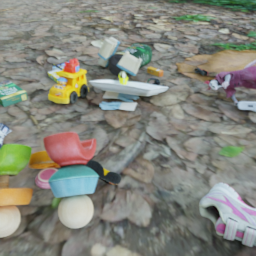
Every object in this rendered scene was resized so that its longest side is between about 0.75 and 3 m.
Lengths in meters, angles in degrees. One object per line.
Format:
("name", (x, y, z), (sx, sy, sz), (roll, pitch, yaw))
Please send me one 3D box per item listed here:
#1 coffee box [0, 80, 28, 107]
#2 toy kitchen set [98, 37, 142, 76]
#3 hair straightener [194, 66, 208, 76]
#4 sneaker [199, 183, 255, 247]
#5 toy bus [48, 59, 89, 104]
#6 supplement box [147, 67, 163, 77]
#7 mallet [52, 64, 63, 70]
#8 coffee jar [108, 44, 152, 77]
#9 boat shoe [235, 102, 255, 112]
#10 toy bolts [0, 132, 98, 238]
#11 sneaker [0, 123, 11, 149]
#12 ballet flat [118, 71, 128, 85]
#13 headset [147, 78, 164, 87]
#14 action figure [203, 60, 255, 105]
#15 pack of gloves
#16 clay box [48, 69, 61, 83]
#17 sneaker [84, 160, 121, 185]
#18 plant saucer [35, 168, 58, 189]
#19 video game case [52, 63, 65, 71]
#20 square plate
("coffee box", (-5.270, -1.525, 12.135), (1.110, 0.397, 1.805), (-26, 41, -35))
("toy kitchen set", (-0.453, -3.323, 14.069), (2.047, 1.505, 2.555), (28, 20, -5))
("hair straightener", (3.679, -2.981, 14.544), (0.469, 0.249, 1.218), (-7, 33, -11))
("sneaker", (2.436, 2.137, 6.089), (0.978, 0.902, 2.218), (-21, 30, -27))
("toy bus", (-2.479, -1.976, 11.633), (1.177, 1.665, 1.735), (16, 32, 20))
("supplement box", (1.372, -2.875, 14.342), (0.885, 0.294, 0.304), (28, 42, 35))
("mallet", (-3.287, -2.890, 14.105), (1.271, 0.262, 0.419), (22, 41, 1))
("coffee jar", (0.126, -3.542, 14.614), (1.361, 1.113, 2.609), (17, 37, 25))
("boat shoe", (4.857, -0.822, 11.076), (1.247, 0.436, 0.413), (3, 7, -3))
("toy bolts", (-1.808, 1.394, 6.620), (2.788, 1.934, 2.663), (-13, -15, 24))
("sneaker", (-4.123, 0.321, 8.963), (0.725, 0.469, 1.337), (-39, 39, -4))
("ballet flat", (-0.221, -2.396, 13.107), (0.445, 0.447, 1.332), (0, 32, -4))
("headset", (1.283, -2.038, 12.861), (0.852, 0.526, 0.400), (23, 51, -15))
("action figure", (4.349, -2.025, 11.091), (2.662, 1.783, 1.982), (-3, 65, 18))
("pack of gloves", (-0.345, -1.039, 11.615), (1.570, 0.310, 1.319), (4, 41, 15))
("clay box", (-3.433, -2.553, 13.841), (0.640, 0.265, 1.113), (-25, 42, -29))
("sneaker", (-0.728, 1.244, 7.506), (1.073, 0.483, 0.375), (28, 62, -5))
("plant saucer", (-2.214, 1.373, 7.822), (0.755, 0.191, 0.755), (0, 33, 0))
("video game case", (-3.286, -3.143, 14.808), (0.961, 0.241, 1.061), (22, 39, 32))
("square plate", (0.096, -1.686, 11.741), (2.640, 0.375, 2.615), (11, 14, 21))
